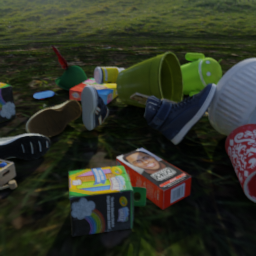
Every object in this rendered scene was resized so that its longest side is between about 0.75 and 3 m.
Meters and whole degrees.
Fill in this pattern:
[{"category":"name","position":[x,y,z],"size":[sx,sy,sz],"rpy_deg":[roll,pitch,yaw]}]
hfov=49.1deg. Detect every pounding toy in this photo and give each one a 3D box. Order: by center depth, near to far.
[{"category":"pounding toy","position":[-3.510,1.307,7.600],"size":[1.103,0.505,0.969],"rpy_deg":[8,24,19]}]

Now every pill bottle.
[{"category":"pill bottle","position":[-0.954,-2.793,14.999],"size":[1.565,0.894,0.894],"rpy_deg":[-6,23,-26]}]

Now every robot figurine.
[{"category":"robot figurine","position":[3.728,-2.752,15.122],"size":[2.843,2.495,1.645],"rpy_deg":[-11,-13,41]}]

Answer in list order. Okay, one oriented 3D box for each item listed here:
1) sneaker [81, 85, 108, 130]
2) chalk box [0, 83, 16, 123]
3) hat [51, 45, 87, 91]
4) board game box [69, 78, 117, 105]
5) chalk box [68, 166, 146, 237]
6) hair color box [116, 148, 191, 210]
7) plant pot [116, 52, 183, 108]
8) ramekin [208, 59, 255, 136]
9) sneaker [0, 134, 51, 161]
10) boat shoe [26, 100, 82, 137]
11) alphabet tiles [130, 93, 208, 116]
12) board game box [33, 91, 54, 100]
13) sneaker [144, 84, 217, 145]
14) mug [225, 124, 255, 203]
[{"category":"sneaker","position":[-1.253,-0.857,10.612],"size":[0.847,2.134,0.837],"rpy_deg":[-28,61,-28]},{"category":"chalk box","position":[-6.201,-0.925,11.610],"size":[1.496,1.506,2.413],"rpy_deg":[16,27,33]},{"category":"hat","position":[-3.009,-3.530,16.151],"size":[2.232,2.372,2.695],"rpy_deg":[15,27,1]},{"category":"board game box","position":[-1.653,-2.043,15.353],"size":[2.076,0.547,2.713],"rpy_deg":[10,25,14]},{"category":"chalk box","position":[-0.447,1.576,6.277],"size":[1.694,1.057,1.050],"rpy_deg":[-4,24,-12]},{"category":"hair color box","position":[0.621,1.280,7.536],"size":[0.997,0.601,1.964],"rpy_deg":[-18,28,-34]},{"category":"plant pot","position":[0.921,-2.054,13.314],"size":[2.588,2.688,2.688],"rpy_deg":[0,19,32]},{"category":"ramekin","position":[4.387,-0.743,9.571],"size":[2.922,2.922,1.534],"rpy_deg":[-10,35,-23]},{"category":"sneaker","position":[-3.659,0.596,8.899],"size":[2.313,0.855,0.917],"rpy_deg":[-9,20,-21]},{"category":"boat shoe","position":[-2.986,-0.317,10.979],"size":[0.938,1.042,2.887],"rpy_deg":[-15,16,32]},{"category":"alphabet tiles","position":[1.493,-0.858,11.041],"size":[2.796,0.106,2.337],"rpy_deg":[16,-2,-8]},{"category":"board game box","position":[-4.532,-1.692,15.131],"size":[1.096,0.213,0.866],"rpy_deg":[-16,32,-21]},{"category":"sneaker","position":[1.603,-0.800,9.365],"size":[1.780,2.463,0.936],"rpy_deg":[35,25,-1]},{"category":"mug","position":[3.677,0.936,7.465],"size":[1.822,1.369,2.053],"rpy_deg":[2,26,10]}]
